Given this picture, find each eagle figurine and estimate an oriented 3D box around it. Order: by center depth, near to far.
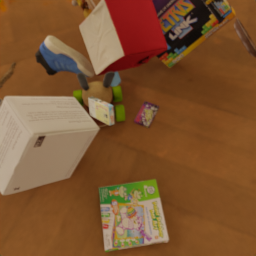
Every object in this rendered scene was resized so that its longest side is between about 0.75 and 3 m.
[{"bbox_3d":[-4.342,-0.987,8.347,1.865,1.855,2.458,-34,28,-34],"label":"eagle figurine"}]

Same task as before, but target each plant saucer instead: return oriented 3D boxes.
[{"bbox_3d":[3.316,-2.485,7.865,0.206,1.284,1.284,-30,53,31],"label":"plant saucer"}]

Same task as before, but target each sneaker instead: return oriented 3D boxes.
[{"bbox_3d":[-2.309,-2.258,10.098,1.166,2.096,0.805,-37,42,28],"label":"sneaker"}]

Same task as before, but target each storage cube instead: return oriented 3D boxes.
[{"bbox_3d":[-0.199,-3.040,9.288,1.905,1.811,2.119,-22,93,-36],"label":"storage cube"}]

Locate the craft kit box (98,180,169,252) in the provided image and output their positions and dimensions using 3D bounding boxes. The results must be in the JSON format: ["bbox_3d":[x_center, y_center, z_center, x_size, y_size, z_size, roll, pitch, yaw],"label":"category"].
[{"bbox_3d":[0.107,2.492,8.080,1.768,0.434,1.790,-7,59,-7],"label":"craft kit box"}]

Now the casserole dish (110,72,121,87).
[{"bbox_3d":[-0.532,-1.874,10.558,0.468,0.150,0.773,-27,65,15],"label":"casserole dish"}]

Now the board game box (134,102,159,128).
[{"bbox_3d":[0.669,-0.483,10.052,0.579,0.156,0.965,19,62,17],"label":"board game box"}]

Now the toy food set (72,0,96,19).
[{"bbox_3d":[-1.771,-4.447,10.779,0.809,1.923,2.679,-35,107,-3],"label":"toy food set"}]

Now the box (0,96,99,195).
[{"bbox_3d":[-2.387,0.407,7.702,2.218,2.207,1.450,-7,48,-51],"label":"box"}]

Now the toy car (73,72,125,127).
[{"bbox_3d":[-1.034,-1.180,9.320,1.729,2.105,1.661,-7,60,-4],"label":"toy car"}]

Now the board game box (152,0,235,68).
[{"bbox_3d":[1.751,-3.900,9.864,2.470,2.988,0.847,32,39,-29],"label":"board game box"}]

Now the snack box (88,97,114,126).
[{"bbox_3d":[-0.742,-0.469,7.655,0.173,0.542,0.932,-24,35,-35],"label":"snack box"}]
